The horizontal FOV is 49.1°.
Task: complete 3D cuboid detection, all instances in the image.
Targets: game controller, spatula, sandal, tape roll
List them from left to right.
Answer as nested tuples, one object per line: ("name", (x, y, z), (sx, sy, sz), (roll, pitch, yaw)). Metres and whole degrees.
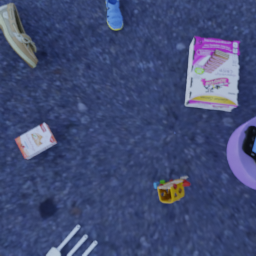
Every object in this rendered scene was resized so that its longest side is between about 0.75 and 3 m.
("spatula", (-1.674, 3.639, 8.204), (0.977, 0.113, 1.404), (40, 80, 10))
("sandal", (-0.516, -4.105, 9.792), (0.563, 0.616, 1.415), (-12, 79, -5))
("game controller", (3.719, 0.551, 7.896), (1.582, 0.333, 0.825), (27, 69, -33))
("tape roll", (4.256, 0.755, 8.453), (2.257, 0.959, 2.257), (0, 76, -1))

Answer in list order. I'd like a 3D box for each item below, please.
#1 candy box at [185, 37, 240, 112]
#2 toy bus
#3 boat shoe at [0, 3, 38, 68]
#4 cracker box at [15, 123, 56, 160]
("candy box", (2.764, -1.770, 9.184), (1.545, 0.691, 2.265), (7, 77, 2))
("toy bus", (1.360, 1.844, 8.192), (1.094, 1.032, 0.565), (-9, 89, -2))
("boat shoe", (-3.651, -3.143, 9.425), (0.798, 0.926, 2.538), (-34, 72, -3))
("cracker box", (-2.912, 0.422, 8.863), (1.059, 0.305, 0.709), (-31, 79, -8))
